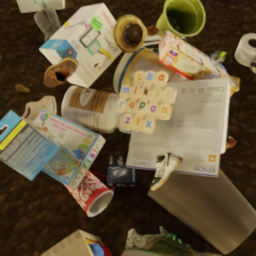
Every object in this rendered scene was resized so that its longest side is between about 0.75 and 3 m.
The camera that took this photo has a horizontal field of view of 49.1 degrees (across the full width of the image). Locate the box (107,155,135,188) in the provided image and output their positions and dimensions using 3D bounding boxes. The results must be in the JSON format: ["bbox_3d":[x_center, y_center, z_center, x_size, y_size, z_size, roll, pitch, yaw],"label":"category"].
[{"bbox_3d":[-0.222,1.453,9.505,0.946,0.257,1.180,4,44,-1],"label":"box"}]

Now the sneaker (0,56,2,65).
[{"bbox_3d":[-6.604,-2.273,11.809,1.319,0.994,2.822,7,56,18],"label":"sneaker"}]

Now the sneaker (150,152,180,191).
[{"bbox_3d":[0.908,1.161,7.644,0.506,0.436,1.154,38,98,15],"label":"sneaker"}]

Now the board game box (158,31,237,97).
[{"bbox_3d":[2.227,-2.112,9.302,2.542,0.589,1.926,28,30,-13],"label":"board game box"}]

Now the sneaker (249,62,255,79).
[{"bbox_3d":[6.508,-2.126,11.579,1.521,0.998,2.644,-26,58,-14],"label":"sneaker"}]

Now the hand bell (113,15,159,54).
[{"bbox_3d":[0.568,-3.495,10.260,1.220,1.220,2.343,29,32,17],"label":"hand bell"}]

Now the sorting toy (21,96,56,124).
[{"bbox_3d":[-3.549,-0.531,10.777,1.242,0.737,1.380,8,58,15],"label":"sorting toy"}]

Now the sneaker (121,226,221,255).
[{"bbox_3d":[1.220,3.411,7.994,2.937,1.129,1.301,5,46,-1],"label":"sneaker"}]

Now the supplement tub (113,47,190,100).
[{"bbox_3d":[1.128,-1.609,10.575,2.889,2.090,2.090,31,62,18],"label":"supplement tub"}]

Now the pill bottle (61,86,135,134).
[{"bbox_3d":[-0.966,-0.595,10.286,2.589,1.481,1.481,12,58,8],"label":"pill bottle"}]

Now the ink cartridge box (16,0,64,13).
[{"bbox_3d":[-4.610,-7.289,14.547,2.302,1.681,1.689,-7,58,-5],"label":"ink cartridge box"}]

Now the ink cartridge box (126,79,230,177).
[{"bbox_3d":[1.467,-0.031,8.383,2.795,0.616,2.846,2,74,30],"label":"ink cartridge box"}]

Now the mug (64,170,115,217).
[{"bbox_3d":[-1.302,1.936,9.108,1.560,1.385,1.041,38,101,27],"label":"mug"}]

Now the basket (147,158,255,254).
[{"bbox_3d":[2.319,2.186,8.352,2.388,1.801,2.649,-36,67,-22],"label":"basket"}]

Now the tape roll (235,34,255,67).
[{"bbox_3d":[5.542,-3.471,12.548,1.253,0.860,1.253,0,57,0],"label":"tape roll"}]

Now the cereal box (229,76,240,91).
[{"bbox_3d":[4.275,-1.935,11.947,0.902,0.178,0.649,14,58,9],"label":"cereal box"}]

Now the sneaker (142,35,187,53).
[{"bbox_3d":[1.470,-4.153,12.972,2.376,0.897,1.367,-9,59,-3],"label":"sneaker"}]

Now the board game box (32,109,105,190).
[{"bbox_3d":[-2.309,0.609,9.144,2.691,0.461,1.809,23,73,29],"label":"board game box"}]

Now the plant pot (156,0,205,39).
[{"bbox_3d":[1.889,-4.168,11.036,1.681,1.545,1.681,1,88,-16],"label":"plant pot"}]

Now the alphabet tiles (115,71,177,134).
[{"bbox_3d":[0.491,-0.787,8.349,1.917,0.140,1.875,10,83,36],"label":"alphabet tiles"}]

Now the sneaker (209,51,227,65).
[{"bbox_3d":[3.818,-2.951,12.470,0.596,0.544,1.472,29,53,25],"label":"sneaker"}]

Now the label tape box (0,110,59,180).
[{"bbox_3d":[-3.115,0.483,8.159,1.277,1.782,0.589,-49,24,-6],"label":"label tape box"}]

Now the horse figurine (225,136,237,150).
[{"bbox_3d":[3.084,0.678,10.084,1.038,0.391,1.566,41,58,17],"label":"horse figurine"}]

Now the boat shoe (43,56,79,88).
[{"bbox_3d":[-2.259,-1.691,9.008,1.671,0.602,0.564,-22,43,41],"label":"boat shoe"}]

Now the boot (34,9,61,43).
[{"bbox_3d":[-3.405,-5.040,13.723,2.065,0.824,2.271,-16,51,-12],"label":"boot"}]

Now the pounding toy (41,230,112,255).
[{"bbox_3d":[-0.656,3.952,7.072,1.708,2.211,2.402,-33,62,-6],"label":"pounding toy"}]

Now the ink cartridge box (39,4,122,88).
[{"bbox_3d":[-1.586,-3.011,10.282,2.390,1.754,1.745,-50,36,-12],"label":"ink cartridge box"}]
